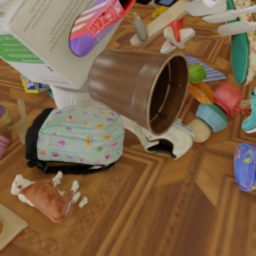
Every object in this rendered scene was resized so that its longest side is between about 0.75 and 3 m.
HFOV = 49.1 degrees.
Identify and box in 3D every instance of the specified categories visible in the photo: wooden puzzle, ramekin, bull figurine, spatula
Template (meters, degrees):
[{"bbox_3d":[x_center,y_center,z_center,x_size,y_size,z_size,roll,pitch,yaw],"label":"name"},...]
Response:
[{"bbox_3d":[-3.392,2.094,5.519,1.894,0.473,2.045,21,40,27],"label":"wooden puzzle"},{"bbox_3d":[-1.460,-1.243,9.563,2.274,1.193,2.274,2,39,-1],"label":"ramekin"},{"bbox_3d":[-1.793,1.484,6.301,1.777,0.579,1.079,26,42,32],"label":"bull figurine"},{"bbox_3d":[2.619,-2.456,5.798,1.783,0.206,2.565,20,-7,-40],"label":"spatula"}]

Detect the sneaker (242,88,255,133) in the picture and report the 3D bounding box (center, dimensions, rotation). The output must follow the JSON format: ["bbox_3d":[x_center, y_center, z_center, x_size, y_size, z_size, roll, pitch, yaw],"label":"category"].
[{"bbox_3d":[1.647,-0.334,3.405,0.372,0.934,0.362,23,40,2],"label":"sneaker"}]

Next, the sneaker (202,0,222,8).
[{"bbox_3d":[1.300,-2.519,4.790,0.555,0.400,1.056,25,47,-33],"label":"sneaker"}]

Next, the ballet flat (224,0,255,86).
[{"bbox_3d":[3.399,-2.707,8.005,0.943,2.951,1.116,-8,-5,-5],"label":"ballet flat"}]

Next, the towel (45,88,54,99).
[{"bbox_3d":[-2.483,-1.366,10.751,1.050,0.155,1.431,-23,41,-27],"label":"towel"}]

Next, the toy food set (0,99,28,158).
[{"bbox_3d":[-4.000,0.111,7.165,2.899,1.843,0.457,-13,18,-34],"label":"toy food set"}]

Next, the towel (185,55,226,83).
[{"bbox_3d":[2.717,-2.581,12.448,1.919,0.316,2.651,-14,39,-23],"label":"towel"}]

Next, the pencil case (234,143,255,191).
[{"bbox_3d":[4.043,0.940,6.540,2.883,1.125,1.252,1,3,3],"label":"pencil case"}]

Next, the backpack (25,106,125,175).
[{"bbox_3d":[-1.277,0.221,7.327,2.355,1.491,1.965,6,33,5],"label":"backpack"}]

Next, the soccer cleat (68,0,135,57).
[{"bbox_3d":[-0.539,-2.526,6.377,2.179,0.743,0.797,-53,36,-11],"label":"soccer cleat"}]

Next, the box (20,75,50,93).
[{"bbox_3d":[-3.009,-2.041,10.980,0.772,0.708,2.203,7,29,34],"label":"box"}]

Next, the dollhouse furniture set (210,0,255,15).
[{"bbox_3d":[3.609,-4.336,9.088,1.776,1.163,0.891,-1,64,7],"label":"dollhouse furniture set"}]

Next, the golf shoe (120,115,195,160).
[{"bbox_3d":[0.600,0.116,8.013,2.459,0.963,1.196,19,45,26],"label":"golf shoe"}]

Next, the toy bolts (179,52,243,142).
[{"bbox_3d":[2.077,-0.663,8.868,1.805,2.486,2.603,-46,55,0],"label":"toy bolts"}]

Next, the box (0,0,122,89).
[{"bbox_3d":[-2.217,-2.944,7.788,2.787,2.399,2.800,15,72,43],"label":"box"}]

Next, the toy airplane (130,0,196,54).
[{"bbox_3d":[1.184,-3.486,8.604,2.357,1.663,2.346,-54,32,-1],"label":"toy airplane"}]

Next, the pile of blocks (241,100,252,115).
[{"bbox_3d":[4.414,-0.545,9.191,1.458,0.599,0.453,16,38,21],"label":"pile of blocks"}]

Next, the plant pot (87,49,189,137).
[{"bbox_3d":[0.142,-0.733,4.922,1.390,1.404,1.404,21,40,30],"label":"plant pot"}]

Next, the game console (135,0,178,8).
[{"bbox_3d":[0.780,-3.192,6.863,1.185,0.143,0.699,-8,-5,-39],"label":"game console"}]
